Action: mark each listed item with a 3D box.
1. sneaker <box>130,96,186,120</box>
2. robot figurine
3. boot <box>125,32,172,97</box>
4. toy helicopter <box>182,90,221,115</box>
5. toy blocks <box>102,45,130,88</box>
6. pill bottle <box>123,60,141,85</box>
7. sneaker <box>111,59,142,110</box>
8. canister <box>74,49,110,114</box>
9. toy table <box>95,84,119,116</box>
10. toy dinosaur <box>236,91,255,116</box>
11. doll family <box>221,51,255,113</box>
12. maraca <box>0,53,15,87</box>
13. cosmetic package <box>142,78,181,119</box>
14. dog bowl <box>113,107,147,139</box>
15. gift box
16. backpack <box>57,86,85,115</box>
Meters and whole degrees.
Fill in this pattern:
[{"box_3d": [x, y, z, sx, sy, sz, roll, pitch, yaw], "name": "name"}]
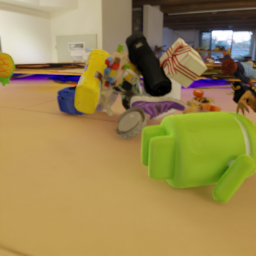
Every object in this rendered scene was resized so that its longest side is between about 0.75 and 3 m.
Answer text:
[{"box_3d": [1.045, -0.688, 9.786, 1.928, 0.804, 0.777, 2, 2, 5], "name": "sneaker"}, {"box_3d": [1.690, 0.451, 6.163, 2.719, 1.573, 2.385, -4, 20, -12], "name": "robot figurine"}, {"box_3d": [0.825, -2.117, 10.666, 1.023, 2.251, 2.679, -26, -10, 6], "name": "boot"}, {"box_3d": [3.145, -0.878, 12.342, 1.441, 0.860, 2.179, 23, 37, 32], "name": "toy helicopter"}, {"box_3d": [-0.487, -1.945, 9.594, 0.749, 1.498, 1.024, 24, 42, 13], "name": "toy blocks"}, {"box_3d": [-0.079, -2.161, 10.412, 1.114, 0.619, 0.619, 34, 8, -18], "name": "pill bottle"}, {"box_3d": [-0.094, -1.969, 11.844, 1.078, 2.779, 1.199, -5, 45, 16], "name": "sneaker"}, {"box_3d": [-1.380, -1.783, 10.869, 0.915, 1.569, 2.113, 15, 52, -4], "name": "canister"}, {"box_3d": [-1.151, -1.261, 12.193, 1.567, 1.705, 0.998, 37, 24, -4], "name": "toy table"}, {"box_3d": [2.953, -0.704, 6.027, 1.285, 2.419, 0.731, -23, 2, -31], "name": "toy dinosaur"}, {"box_3d": [3.353, -0.845, 7.170, 1.688, 1.146, 2.921, -11, 47, -42], "name": "doll family"}, {"box_3d": [-3.553, -1.664, 7.970, 0.646, 0.942, 0.504, 21, 16, 9], "name": "maraca"}, {"box_3d": [1.388, -1.375, 11.748, 1.502, 1.506, 0.926, -23, 34, -36], "name": "cosmetic package"}, {"box_3d": [0.086, -0.141, 9.198, 1.190, 0.349, 1.190, -25, 36, 20], "name": "dog bowl"}, {"box_3d": [1.848, -2.186, 9.458, 1.183, 1.169, 1.266, 26, 30, -32], "name": "gift box"}, {"box_3d": [-2.557, -1.251, 12.445, 1.236, 1.197, 1.473, -24, 29, -39], "name": "backpack"}]
